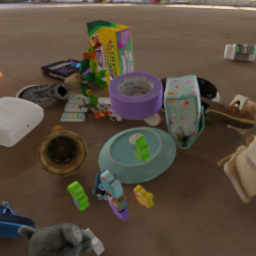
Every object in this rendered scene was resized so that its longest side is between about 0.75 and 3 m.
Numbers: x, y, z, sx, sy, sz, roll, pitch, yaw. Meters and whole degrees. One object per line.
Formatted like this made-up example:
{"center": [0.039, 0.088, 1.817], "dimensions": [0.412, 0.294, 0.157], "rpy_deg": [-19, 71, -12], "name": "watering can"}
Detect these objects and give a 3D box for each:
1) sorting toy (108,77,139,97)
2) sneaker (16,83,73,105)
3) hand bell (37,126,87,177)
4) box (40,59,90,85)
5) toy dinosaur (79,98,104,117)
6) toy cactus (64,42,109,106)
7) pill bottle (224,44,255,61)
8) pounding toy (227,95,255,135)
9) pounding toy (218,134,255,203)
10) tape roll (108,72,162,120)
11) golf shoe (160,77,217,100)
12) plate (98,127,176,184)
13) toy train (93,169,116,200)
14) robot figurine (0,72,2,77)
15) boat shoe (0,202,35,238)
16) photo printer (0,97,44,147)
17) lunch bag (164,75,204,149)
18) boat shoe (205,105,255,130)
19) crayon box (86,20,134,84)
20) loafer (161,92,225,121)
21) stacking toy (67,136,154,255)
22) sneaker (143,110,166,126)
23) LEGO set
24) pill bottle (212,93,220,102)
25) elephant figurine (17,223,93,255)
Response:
{"center": [-0.183, -1.298, 11.294], "dimensions": [1.330, 0.711, 1.197], "rpy_deg": [9, 73, 0], "name": "sorting toy"}
{"center": [-3.360, -1.425, 11.424], "dimensions": [2.202, 0.831, 1.253], "rpy_deg": [-18, 12, -34], "name": "sneaker"}
{"center": [-2.093, 0.376, 8.653], "dimensions": [1.302, 1.302, 2.500], "rpy_deg": [-8, 18, -14], "name": "hand bell"}
{"center": [-2.880, -2.990, 14.828], "dimensions": [2.934, 0.530, 2.098], "rpy_deg": [20, 35, 33], "name": "box"}
{"center": [-1.552, -0.765, 10.948], "dimensions": [1.414, 0.336, 0.623], "rpy_deg": [32, 45, 32], "name": "toy dinosaur"}
{"center": [-1.710, -2.148, 11.825], "dimensions": [2.131, 2.583, 1.321], "rpy_deg": [-8, 2, 32], "name": "toy cactus"}
{"center": [6.934, -4.693, 17.375], "dimensions": [1.710, 0.967, 0.967], "rpy_deg": [7, 30, 13], "name": "pill bottle"}
{"center": [4.208, -0.333, 9.782], "dimensions": [1.183, 1.179, 2.062], "rpy_deg": [28, 14, 0], "name": "pounding toy"}
{"center": [3.194, 1.147, 7.094], "dimensions": [1.430, 1.434, 2.501], "rpy_deg": [51, 40, 10], "name": "pounding toy"}
{"center": [0.274, -1.184, 10.063], "dimensions": [1.891, 0.803, 1.891], "rpy_deg": [-2, 43, 2], "name": "tape roll"}
{"center": [2.558, -1.686, 11.964], "dimensions": [2.438, 0.948, 1.152], "rpy_deg": [13, 5, 12], "name": "golf shoe"}
{"center": [0.215, 0.630, 8.116], "dimensions": [2.301, 0.294, 2.301], "rpy_deg": [-11, 38, 8], "name": "plate"}
{"center": [-0.581, 1.438, 7.079], "dimensions": [0.492, 0.373, 0.861], "rpy_deg": [36, 33, -22], "name": "toy train"}
{"center": [-6.998, -2.303, 12.599], "dimensions": [2.713, 1.582, 1.952], "rpy_deg": [23, -6, 34], "name": "robot figurine"}
{"center": [-2.818, 1.888, 5.999], "dimensions": [1.757, 0.739, 0.603], "rpy_deg": [6, 41, 6], "name": "boat shoe"}
{"center": [-4.139, -0.328, 9.754], "dimensions": [1.758, 0.734, 2.113], "rpy_deg": [16, 35, 12], "name": "photo printer"}
{"center": [1.829, -0.505, 9.059], "dimensions": [1.183, 1.941, 1.653], "rpy_deg": [-6, 30, 15], "name": "lunch bag"}
{"center": [3.213, -0.417, 8.888], "dimensions": [1.691, 0.609, 0.571], "rpy_deg": [13, 68, -13], "name": "boat shoe"}
{"center": [-0.772, -3.149, 12.628], "dimensions": [0.846, 2.903, 2.505], "rpy_deg": [-24, 37, -25], "name": "crayon box"}
{"center": [2.287, -0.878, 10.439], "dimensions": [2.586, 0.944, 0.918], "rpy_deg": [12, 10, 21], "name": "loafer"}
{"center": [-0.265, 1.317, 5.461], "dimensions": [1.636, 2.170, 0.510], "rpy_deg": [-35, 48, -28], "name": "stacking toy"}
{"center": [0.642, -0.701, 10.690], "dimensions": [0.770, 0.724, 1.880], "rpy_deg": [-24, 48, -38], "name": "sneaker"}
{"center": [-1.143, -0.955, 11.163], "dimensions": [2.745, 0.674, 2.051], "rpy_deg": [2, 33, 1], "name": "LEGO set"}
{"center": [3.642, -1.439, 12.118], "dimensions": [0.418, 0.418, 0.750], "rpy_deg": [-11, 47, -19], "name": "pill bottle"}
{"center": [-1.200, 2.550, 4.631], "dimensions": [1.312, 1.197, 1.691], "rpy_deg": [-20, 40, 23], "name": "elephant figurine"}
